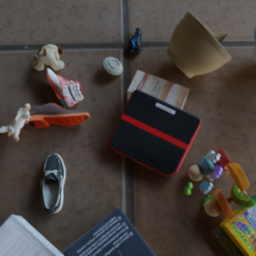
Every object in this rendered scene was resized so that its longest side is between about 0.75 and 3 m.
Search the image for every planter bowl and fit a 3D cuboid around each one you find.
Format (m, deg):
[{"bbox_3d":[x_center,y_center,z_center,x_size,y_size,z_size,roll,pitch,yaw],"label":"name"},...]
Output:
[{"bbox_3d":[2.479,-2.952,10.668,1.607,2.388,2.388,-42,71,21],"label":"planter bowl"}]

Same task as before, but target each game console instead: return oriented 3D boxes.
[{"bbox_3d":[0.892,0.204,9.890,2.676,0.415,2.367,26,89,7],"label":"game console"}]

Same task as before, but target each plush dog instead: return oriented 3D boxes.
[{"bbox_3d":[-3.243,-2.985,11.352,1.272,1.021,1.093,-2,45,-1],"label":"plush dog"}]

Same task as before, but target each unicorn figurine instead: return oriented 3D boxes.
[{"bbox_3d":[-4.032,-0.115,9.974,1.849,0.683,1.270,-42,31,0],"label":"unicorn figurine"}]

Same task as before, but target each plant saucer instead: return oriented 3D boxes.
[{"bbox_3d":[-0.582,-2.531,11.280,0.851,0.214,0.851,14,60,-24],"label":"plant saucer"}]

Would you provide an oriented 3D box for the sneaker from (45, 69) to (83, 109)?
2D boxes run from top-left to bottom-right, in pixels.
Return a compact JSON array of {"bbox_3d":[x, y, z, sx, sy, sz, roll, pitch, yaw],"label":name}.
[{"bbox_3d":[-2.461,-1.680,10.914,0.980,0.610,1.828,-29,76,-9],"label":"sneaker"}]

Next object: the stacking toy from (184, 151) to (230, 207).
[{"bbox_3d":[2.707,1.706,9.097,1.300,0.405,1.725,35,91,-31],"label":"stacking toy"}]

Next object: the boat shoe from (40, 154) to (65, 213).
[{"bbox_3d":[-2.565,1.809,9.541,0.789,0.629,2.086,-10,69,-4],"label":"boat shoe"}]

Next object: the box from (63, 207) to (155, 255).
[{"bbox_3d":[-0.237,4.069,8.213,1.996,1.439,2.689,-36,73,-13],"label":"box"}]

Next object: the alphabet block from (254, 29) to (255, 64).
[{"bbox_3d":[6.030,-3.015,10.456,1.816,1.783,1.773,22,65,-30],"label":"alphabet block"}]

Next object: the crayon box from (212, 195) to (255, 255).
[{"bbox_3d":[3.921,3.247,9.042,1.992,0.514,1.253,-34,72,-12],"label":"crayon box"}]

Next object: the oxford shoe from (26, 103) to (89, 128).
[{"bbox_3d":[-2.605,-0.569,10.393,2.338,0.832,0.848,-2,65,-1],"label":"oxford shoe"}]

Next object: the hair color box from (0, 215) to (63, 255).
[{"bbox_3d":[-2.923,4.123,8.516,2.816,0.854,1.394,36,73,14],"label":"hair color box"}]

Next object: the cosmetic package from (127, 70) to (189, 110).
[{"bbox_3d":[1.106,-1.227,10.580,2.085,0.909,1.077,20,71,8],"label":"cosmetic package"}]

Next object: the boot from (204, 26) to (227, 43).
[{"bbox_3d":[3.586,-4.069,12.011,0.903,0.341,1.031,-38,72,-14],"label":"boot"}]

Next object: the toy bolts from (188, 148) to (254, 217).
[{"bbox_3d":[2.826,1.704,9.064,1.429,1.967,2.060,-26,48,6],"label":"toy bolts"}]

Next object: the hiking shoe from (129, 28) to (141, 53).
[{"bbox_3d":[0.294,-3.727,11.812,0.519,0.446,1.198,2,69,0],"label":"hiking shoe"}]
